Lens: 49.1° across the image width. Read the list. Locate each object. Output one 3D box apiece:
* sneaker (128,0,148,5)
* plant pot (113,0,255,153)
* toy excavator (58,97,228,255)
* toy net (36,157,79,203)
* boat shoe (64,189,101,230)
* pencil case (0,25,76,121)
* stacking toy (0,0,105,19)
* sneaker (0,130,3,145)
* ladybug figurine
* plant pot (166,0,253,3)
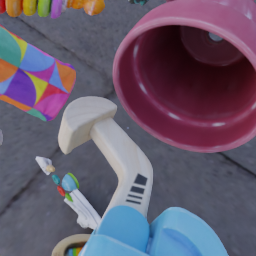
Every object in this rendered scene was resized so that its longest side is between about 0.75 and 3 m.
[{"bbox_3d":[0.168,-2.393,4.810,0.466,0.548,1.202,45,27,11],"label":"sneaker"},{"bbox_3d":[1.214,-1.132,4.568,2.337,2.337,2.092,23,54,12],"label":"plant pot"},{"bbox_3d":[0.077,1.179,3.123,2.841,1.460,2.922,27,44,0],"label":"toy excavator"},{"bbox_3d":[-0.984,0.656,3.880,0.160,0.434,0.826,-33,53,-32],"label":"toy net"},{"bbox_3d":[-0.870,1.899,5.938,0.434,0.488,1.327,-39,57,-15],"label":"boat shoe"},{"bbox_3d":[-1.888,-0.970,3.661,2.414,1.067,1.067,30,54,-34],"label":"pencil case"},{"bbox_3d":[-1.756,-2.851,5.812,2.597,1.425,1.507,8,68,-18],"label":"stacking toy"},{"bbox_3d":[-2.887,-0.302,4.229,0.844,2.292,1.325,-29,24,6],"label":"sneaker"},{"bbox_3d":[-0.973,2.530,5.576,1.103,0.397,0.748,-4,61,-2],"label":"ladybug figurine"},{"bbox_3d":[1.585,-3.400,5.385,1.940,1.940,1.736,-3,73,-2],"label":"plant pot"}]
